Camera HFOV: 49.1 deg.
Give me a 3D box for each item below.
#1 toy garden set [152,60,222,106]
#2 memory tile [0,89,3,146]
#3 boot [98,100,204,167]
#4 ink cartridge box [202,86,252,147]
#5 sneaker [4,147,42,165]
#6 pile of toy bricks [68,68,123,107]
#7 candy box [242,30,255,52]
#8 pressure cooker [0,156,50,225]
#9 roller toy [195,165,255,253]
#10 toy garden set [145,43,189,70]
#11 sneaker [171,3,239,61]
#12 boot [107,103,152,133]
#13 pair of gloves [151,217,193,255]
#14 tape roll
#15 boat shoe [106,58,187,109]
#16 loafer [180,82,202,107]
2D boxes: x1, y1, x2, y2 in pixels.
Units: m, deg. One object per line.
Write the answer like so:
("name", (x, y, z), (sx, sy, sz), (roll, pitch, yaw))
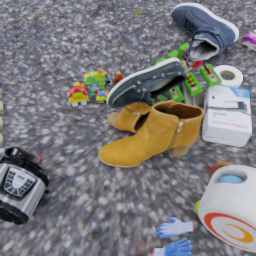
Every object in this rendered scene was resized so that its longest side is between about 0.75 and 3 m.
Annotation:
("toy garden set", (1.612, -1.622, 9.057), (2.178, 0.435, 1.815), (-24, 39, 10))
("memory tile", (-4.970, -0.229, 8.746), (2.077, 0.227, 2.710), (-13, 53, -10))
("boot", (0.510, 0.118, 7.396), (2.727, 1.952, 0.959), (-6, 52, -4))
("ink cartridge box", (2.994, -0.406, 8.558), (1.257, 0.732, 1.739), (9, 53, 7))
("sneaker", (-2.904, 0.770, 7.649), (1.072, 0.524, 0.379), (12, 64, 11))
("pile of toy bricks", (-0.964, -1.501, 9.207), (2.075, 1.025, 1.151), (-9, 53, -7))
("candy box", (5.344, -3.525, 11.136), (1.320, 0.403, 0.900), (-31, 59, -21))
("pressure cooker", (-2.735, 1.423, 6.832), (1.320, 1.300, 1.478), (4, 50, 22))
("roller toy", (2.610, 1.761, 6.272), (1.912, 1.744, 1.336), (26, 57, 18))
("toy garden set", (1.071, -1.594, 8.542), (1.802, 1.502, 0.360), (-37, 75, -22))
("sneaker", (2.544, -3.748, 10.857), (2.915, 1.108, 2.106), (33, 57, 21))
("boot", (0.361, -0.659, 8.474), (1.406, 0.691, 1.964), (13, 59, 46))
("pair of gloves", (0.979, 2.399, 6.085), (0.937, 0.133, 1.165), (-20, 26, 27))
("tape roll", (3.501, -1.803, 9.958), (1.086, 0.198, 1.086), (-1, 53, 1))
("boat shoe", (0.535, -1.018, 7.442), (2.261, 0.845, 0.750), (-25, 58, -6))
("loafer", (2.070, -1.006, 9.039), (0.645, 0.696, 1.851), (-2, 52, 4))
